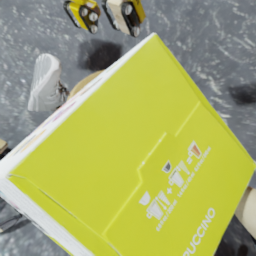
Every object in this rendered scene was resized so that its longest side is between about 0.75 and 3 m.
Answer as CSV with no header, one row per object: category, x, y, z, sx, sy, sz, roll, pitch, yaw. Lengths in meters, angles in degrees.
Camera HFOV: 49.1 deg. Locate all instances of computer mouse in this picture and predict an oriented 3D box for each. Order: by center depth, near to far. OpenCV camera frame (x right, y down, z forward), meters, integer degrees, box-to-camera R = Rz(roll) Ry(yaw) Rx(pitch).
computer mouse,-3.826,1.946,7.177,2.617,0.602,1.838,-27,86,-8

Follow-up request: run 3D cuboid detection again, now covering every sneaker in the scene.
sneaker,-1.634,-0.912,6.047,0.841,2.051,0.766,8,72,-22

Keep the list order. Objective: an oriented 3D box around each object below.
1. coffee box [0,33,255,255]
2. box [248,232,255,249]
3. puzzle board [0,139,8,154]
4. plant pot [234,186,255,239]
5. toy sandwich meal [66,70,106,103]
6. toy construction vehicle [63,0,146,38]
coffee box,-0.180,0.740,4.660,2.763,2.732,2.759,49,61,-14
box,2.848,2.291,5.235,0.544,0.951,1.044,-42,87,14
puzzle board,-4.806,0.755,7.316,2.838,0.247,2.139,20,57,26
plant pot,2.054,1.306,4.686,0.782,0.733,0.733,42,73,18
toy sandwich meal,-0.457,-0.445,8.010,2.911,0.997,2.911,-1,55,2
toy construction vehicle,-0.696,-3.107,6.115,2.348,2.697,0.950,29,79,27
